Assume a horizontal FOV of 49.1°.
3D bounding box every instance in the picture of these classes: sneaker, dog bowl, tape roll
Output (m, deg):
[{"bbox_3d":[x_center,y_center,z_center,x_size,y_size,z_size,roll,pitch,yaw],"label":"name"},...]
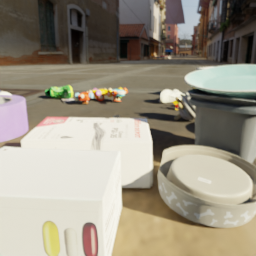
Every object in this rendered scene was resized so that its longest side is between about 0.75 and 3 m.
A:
[{"bbox_3d":[2.475,-1.727,15.613,1.938,0.728,0.786,-16,31,-42],"label":"sneaker"},{"bbox_3d":[1.587,1.094,5.559,2.163,0.634,2.163,5,22,-2],"label":"dog bowl"},{"bbox_3d":[-5.113,-0.377,10.012,2.818,1.197,2.818,-1,16,0],"label":"tape roll"},{"bbox_3d":[-4.097,-2.032,16.545,2.183,0.809,0.912,1,16,39],"label":"sneaker"}]

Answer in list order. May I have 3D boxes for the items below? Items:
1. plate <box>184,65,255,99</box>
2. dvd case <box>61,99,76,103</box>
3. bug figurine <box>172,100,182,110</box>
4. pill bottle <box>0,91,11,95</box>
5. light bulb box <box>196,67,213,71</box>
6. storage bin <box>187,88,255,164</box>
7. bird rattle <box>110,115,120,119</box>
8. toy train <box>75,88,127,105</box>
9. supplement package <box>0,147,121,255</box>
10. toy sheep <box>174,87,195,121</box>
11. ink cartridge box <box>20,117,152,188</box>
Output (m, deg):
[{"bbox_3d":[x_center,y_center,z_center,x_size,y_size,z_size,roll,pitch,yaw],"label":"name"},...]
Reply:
[{"bbox_3d":[2.809,-1.141,6.953,2.785,0.356,2.785,-4,23,2],"label":"plate"},{"bbox_3d":[-3.399,-1.542,15.960,0.697,0.075,0.937,-7,18,-22],"label":"dvd case"},{"bbox_3d":[3.005,-1.195,14.176,1.653,0.425,1.282,-4,10,0],"label":"bug figurine"},{"bbox_3d":[-5.918,-1.182,13.013,1.875,1.041,1.041,15,22,42],"label":"pill bottle"},{"bbox_3d":[4.996,-2.710,16.829,1.834,1.818,1.144,-13,22,-41],"label":"light bulb box"},{"bbox_3d":[2.949,-0.042,7.409,2.177,2.009,2.991,12,21,32],"label":"storage bin"},{"bbox_3d":[-0.534,-0.001,8.923,0.662,0.957,1.174,43,23,14],"label":"bird rattle"},{"bbox_3d":[-1.389,-1.666,15.343,2.713,0.754,2.038,-1,17,8],"label":"toy train"},{"bbox_3d":[-1.325,1.190,4.557,2.248,1.247,1.751,1,16,5],"label":"supplement package"},{"bbox_3d":[2.660,-0.943,11.531,1.896,1.307,1.307,-34,3,24],"label":"toy sheep"},{"bbox_3d":[-0.858,0.524,6.948,2.830,1.171,2.073,0,16,0],"label":"ink cartridge box"}]
